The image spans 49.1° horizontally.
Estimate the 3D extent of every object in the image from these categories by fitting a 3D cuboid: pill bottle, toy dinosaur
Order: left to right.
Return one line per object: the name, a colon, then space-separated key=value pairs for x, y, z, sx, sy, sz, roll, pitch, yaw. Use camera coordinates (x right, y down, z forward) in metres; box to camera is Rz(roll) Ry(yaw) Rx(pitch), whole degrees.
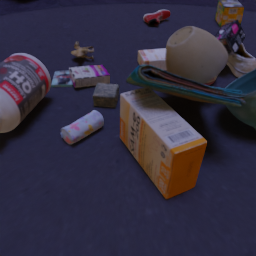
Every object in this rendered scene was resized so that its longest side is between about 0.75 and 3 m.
pill bottle: x=-3.040 y=-0.743 z=6.867 sx=1.354 sy=1.354 sz=2.445 roll=9 pitch=40 yaw=11
toy dinosaur: x=-1.594 y=-2.601 z=9.772 sx=0.783 sy=0.450 sz=1.548 roll=-1 pitch=32 yaw=-9

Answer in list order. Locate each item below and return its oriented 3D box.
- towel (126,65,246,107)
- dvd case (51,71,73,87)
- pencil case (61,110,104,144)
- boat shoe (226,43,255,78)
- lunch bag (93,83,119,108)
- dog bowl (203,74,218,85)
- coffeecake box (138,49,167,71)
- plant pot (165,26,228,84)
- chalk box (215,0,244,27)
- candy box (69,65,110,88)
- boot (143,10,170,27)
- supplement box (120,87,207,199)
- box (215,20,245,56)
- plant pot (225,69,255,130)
towel: x=1.063 y=-0.951 z=6.468 sx=2.146 sy=0.317 sz=2.926 roll=14 pitch=6 yaw=-6
dvd case: x=-2.049 y=-1.565 z=8.863 sx=0.649 sy=0.098 sz=0.888 roll=-2 pitch=39 yaw=-2
pencil case: x=-1.088 y=-0.033 z=6.730 sx=0.481 sy=0.441 sz=1.061 roll=30 pitch=48 yaw=32
boat shoe: x=3.619 y=-2.540 z=9.465 sx=0.824 sy=0.811 sz=2.324 roll=-2 pitch=38 yaw=-4
lunch bag: x=-0.603 y=-0.960 z=7.849 sx=0.635 sy=0.455 sz=0.774 roll=5 pitch=44 yaw=6
dog bowl: x=2.310 y=-1.675 z=8.780 sx=0.988 sy=0.364 sz=0.988 roll=0 pitch=39 yaw=0
coffeecake box: x=0.984 y=-2.310 z=9.497 sx=1.157 sy=0.423 sz=0.888 roll=-6 pitch=40 yaw=-9
plant pot: x=1.641 y=-2.015 z=7.488 sx=1.662 sy=1.116 sz=1.662 roll=-28 pitch=35 yaw=22
chalk box: x=4.543 y=-5.253 z=12.737 sx=0.890 sy=0.885 sz=1.430 roll=1 pitch=39 yaw=3
candy box: x=-1.201 y=-1.613 z=8.664 sx=1.096 sy=0.334 sz=0.747 roll=-10 pitch=41 yaw=-21
boot: x=1.445 y=-4.952 z=12.718 sx=1.280 sy=0.464 sz=0.924 roll=-18 pitch=42 yaw=-8
supplement box: x=0.577 y=0.230 z=5.738 sx=0.743 sy=1.273 sz=2.020 roll=-17 pitch=42 yaw=-22
box: x=3.127 y=-2.759 z=8.742 sx=0.571 sy=0.657 sz=0.994 roll=-2 pitch=45 yaw=52
plant pot: x=3.273 y=-0.663 z=6.622 sx=1.791 sy=1.200 sz=1.791 roll=-31 pitch=11 yaw=7
